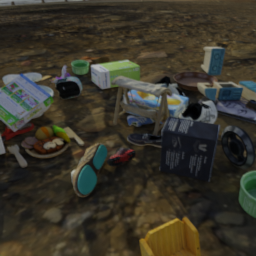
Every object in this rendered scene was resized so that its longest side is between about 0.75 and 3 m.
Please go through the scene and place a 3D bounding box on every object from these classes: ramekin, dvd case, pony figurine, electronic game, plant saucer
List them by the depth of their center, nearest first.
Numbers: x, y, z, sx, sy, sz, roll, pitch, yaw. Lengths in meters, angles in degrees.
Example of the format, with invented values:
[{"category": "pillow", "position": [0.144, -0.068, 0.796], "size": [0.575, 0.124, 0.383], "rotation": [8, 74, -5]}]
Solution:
[{"category": "ramekin", "position": [3.805, 1.913, 7.803], "size": [1.412, 0.689, 1.412], "rotation": [0, 31, 0]}, {"category": "electronic game", "position": [3.564, 0.635, 9.155], "size": [0.307, 1.475, 1.475], "rotation": [-17, 35, -17]}, {"category": "dvd case", "position": [5.005, -1.081, 13.206], "size": [2.909, 0.232, 2.163], "rotation": [21, 37, 30]}, {"category": "pony figurine", "position": [-3.380, -2.561, 14.988], "size": [1.319, 1.098, 1.273], "rotation": [22, 41, -5]}, {"category": "plant saucer", "position": [3.688, -2.552, 15.460], "size": [2.364, 0.407, 2.364], "rotation": [1, 31, 0]}, {"category": "ramekin", "position": [-2.930, -3.691, 17.142], "size": [1.068, 0.522, 1.068], "rotation": [3, 38, -2]}]

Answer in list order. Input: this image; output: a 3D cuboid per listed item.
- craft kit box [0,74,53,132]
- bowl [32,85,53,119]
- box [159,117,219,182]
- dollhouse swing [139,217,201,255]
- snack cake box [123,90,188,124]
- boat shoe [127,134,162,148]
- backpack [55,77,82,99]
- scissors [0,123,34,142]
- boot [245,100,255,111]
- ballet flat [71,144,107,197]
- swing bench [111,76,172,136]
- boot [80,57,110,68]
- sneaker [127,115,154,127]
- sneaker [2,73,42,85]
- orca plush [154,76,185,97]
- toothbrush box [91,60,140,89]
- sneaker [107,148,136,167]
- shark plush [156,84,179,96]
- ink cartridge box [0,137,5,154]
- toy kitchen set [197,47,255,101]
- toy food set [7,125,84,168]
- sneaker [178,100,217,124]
[{"category": "craft kit box", "position": [-4.387, -1.061, 11.186], "size": [1.988, 0.482, 1.963], "rotation": [35, 61, 24]}, {"category": "bowl", "position": [-4.347, -1.062, 12.461], "size": [2.118, 0.952, 2.118], "rotation": [0, 33, 0]}, {"category": "box", "position": [1.927, 0.665, 8.933], "size": [1.646, 1.619, 0.967], "rotation": [11, 35, 17]}, {"category": "dollhouse swing", "position": [1.121, 2.840, 5.972], "size": [1.293, 1.175, 1.137], "rotation": [-16, 17, -24]}, {"category": "snack cake box", "position": [1.212, -1.028, 12.511], "size": [2.542, 0.854, 1.462], "rotation": [19, 37, 28]}, {"category": "boat shoe", "position": [0.738, 0.356, 10.436], "size": [1.543, 0.484, 0.560], "rotation": [8, 45, 4]}, {"category": "backpack", "position": [-2.864, -2.019, 13.864], "size": [1.152, 1.022, 0.867], "rotation": [-7, 36, 16]}, {"category": "scissors", "position": [-4.903, 0.420, 10.814], "size": [1.045, 0.199, 2.858], "rotation": [19, 41, 28]}, {"category": "boot", "position": [5.652, -0.995, 12.382], "size": [0.820, 0.397, 0.306], "rotation": [11, 39, -3]}, {"category": "ballet flat", "position": [-1.328, 1.361, 8.858], "size": [0.768, 0.829, 2.352], "rotation": [-18, 21, 24]}, {"category": "swing bench", "position": [0.545, -0.971, 11.035], "size": [2.025, 2.036, 1.321], "rotation": [21, 41, 26]}, {"category": "boot", "position": [-2.242, -4.374, 18.386], "size": [1.815, 0.696, 1.409], "rotation": [-26, 35, -25]}, {"category": "sneaker", "position": [0.514, -0.247, 11.758], "size": [1.145, 0.433, 0.441], "rotation": [2, 63, -6]}, {"category": "sneaker", "position": [-4.723, -2.025, 12.794], "size": [0.679, 0.789, 1.864], "rotation": [-25, -3, 43]}, {"category": "orca plush", "position": [2.140, -2.169, 14.235], "size": [1.517, 1.025, 2.883], "rotation": [-1, 31, -2]}, {"category": "toothbrush box", "position": [-0.712, -2.998, 15.558], "size": [2.293, 0.987, 1.669], "rotation": [-13, 29, -23]}, {"category": "sneaker", "position": [-0.310, 0.978, 9.640], "size": [1.131, 0.400, 0.552], "rotation": [-20, 37, -33]}, {"category": "shark plush", "position": [1.425, -1.607, 13.369], "size": [2.178, 0.907, 0.990], "rotation": [1, 7, 30]}, {"category": "ink cartridge box", "position": [-5.505, 0.553, 9.788], "size": [1.994, 0.827, 1.464], "rotation": [-20, 37, -21]}, {"category": "toy kitchen set", "position": [4.981, -2.392, 12.742], "size": [2.981, 2.388, 1.756], "rotation": [-3, 27, -12]}, {"category": "toy food set", "position": [-3.024, 0.493, 10.340], "size": [2.470, 0.496, 1.705], "rotation": [-21, 37, -31]}, {"category": "sneaker", "position": [2.865, -0.586, 11.141], "size": [0.995, 1.153, 2.630], "rotation": [26, 45, 29]}]
